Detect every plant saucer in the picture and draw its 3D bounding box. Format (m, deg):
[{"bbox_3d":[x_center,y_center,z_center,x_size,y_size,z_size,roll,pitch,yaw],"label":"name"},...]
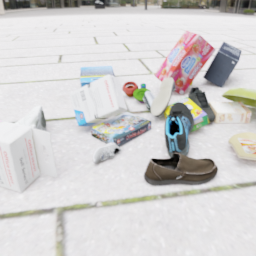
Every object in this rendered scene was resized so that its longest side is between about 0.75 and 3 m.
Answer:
[{"bbox_3d":[5.568,-1.228,12.082,2.952,0.459,2.952,16,4,-1],"label":"plant saucer"}]

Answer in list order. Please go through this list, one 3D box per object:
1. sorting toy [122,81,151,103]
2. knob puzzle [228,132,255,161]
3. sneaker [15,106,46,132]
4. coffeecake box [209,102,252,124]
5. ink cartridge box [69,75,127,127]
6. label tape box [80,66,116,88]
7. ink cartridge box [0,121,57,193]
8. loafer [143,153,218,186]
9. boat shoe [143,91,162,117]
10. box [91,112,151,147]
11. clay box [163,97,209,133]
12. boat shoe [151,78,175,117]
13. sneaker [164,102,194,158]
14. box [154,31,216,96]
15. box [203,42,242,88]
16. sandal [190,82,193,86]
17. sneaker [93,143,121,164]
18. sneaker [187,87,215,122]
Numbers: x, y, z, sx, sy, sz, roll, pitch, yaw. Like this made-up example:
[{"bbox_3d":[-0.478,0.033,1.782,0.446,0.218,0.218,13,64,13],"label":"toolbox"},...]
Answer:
[{"bbox_3d":[0.499,-1.729,14.314,1.081,0.739,1.799,-34,53,-23],"label":"sorting toy"},{"bbox_3d":[4.599,0.726,9.981,2.336,0.324,2.336,4,24,-2],"label":"knob puzzle"},{"bbox_3d":[-3.972,-0.016,10.633,1.417,1.111,2.852,-5,28,-1],"label":"sneaker"},{"bbox_3d":[4.451,-0.693,12.383,1.494,0.546,1.147,-1,28,-2],"label":"coffeecake box"},{"bbox_3d":[-1.193,-1.035,11.152,1.971,1.439,0.831,-20,-9,23],"label":"ink cartridge box"},{"bbox_3d":[-1.723,-2.693,15.757,1.923,0.887,2.684,-4,31,-7],"label":"label tape box"},{"bbox_3d":[-3.727,0.788,8.354,2.996,1.755,1.009,10,30,19],"label":"ink cartridge box"},{"bbox_3d":[1.659,1.216,8.552,2.358,0.841,0.861,-6,29,-11],"label":"loafer"},{"bbox_3d":[1.131,-1.009,12.972,0.560,0.551,1.552,6,45,-31],"label":"boat shoe"},{"bbox_3d":[-0.249,0.033,11.207,1.412,0.390,2.068,24,37,37],"label":"box"},{"bbox_3d":[2.311,-0.583,11.824,1.245,0.516,2.168,-26,33,-2],"label":"clay box"},{"bbox_3d":[1.675,-1.260,12.511,0.831,0.718,2.288,-7,46,36],"label":"boat shoe"},{"bbox_3d":[1.840,-0.178,10.137,0.977,1.093,2.669,-9,41,18],"label":"sneaker"},{"bbox_3d":[2.918,-3.402,14.710,1.403,2.938,1.465,28,15,-30],"label":"box"},{"bbox_3d":[5.511,-3.722,16.306,1.268,1.798,2.430,30,35,8],"label":"box"},{"bbox_3d":[3.174,-2.617,16.141,1.058,0.421,0.461,-2,24,-21],"label":"sandal"},{"bbox_3d":[-0.719,0.864,9.603,0.514,0.468,1.253,19,33,30],"label":"sneaker"},{"bbox_3d":[3.177,-1.071,12.512,0.927,1.107,2.440,-3,30,-11],"label":"sneaker"}]
